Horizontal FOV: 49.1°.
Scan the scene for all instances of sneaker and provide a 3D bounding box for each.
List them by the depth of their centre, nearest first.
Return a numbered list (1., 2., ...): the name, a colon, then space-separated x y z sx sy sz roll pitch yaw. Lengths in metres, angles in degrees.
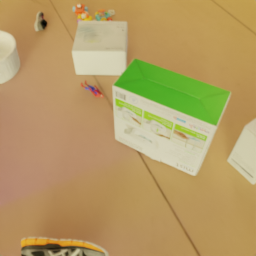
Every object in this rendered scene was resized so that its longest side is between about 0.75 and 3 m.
1. sneaker: -1.422 2.876 6.196 1.996 0.781 0.771 -1 62 7
2. sneaker: -3.692 -4.561 12.030 0.479 0.404 1.095 1 57 -1

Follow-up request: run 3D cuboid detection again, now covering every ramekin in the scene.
1. ramekin: -4.953 -2.471 10.030 2.098 1.023 2.098 0 53 0

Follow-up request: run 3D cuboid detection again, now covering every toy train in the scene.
1. toy train: -1.596 -5.162 12.388 1.940 0.540 1.457 5 53 4

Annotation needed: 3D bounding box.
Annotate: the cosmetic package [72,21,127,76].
1. cosmetic package: -0.967 -2.953 10.335 1.845 1.138 1.851 1 54 1

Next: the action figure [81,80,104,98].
1. action figure: -1.202 -1.303 9.585 0.961 0.248 0.314 37 47 19

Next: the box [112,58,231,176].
1. box: 0.999 -0.212 7.491 2.630 2.321 1.272 23 56 17

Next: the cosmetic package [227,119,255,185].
1. cosmetic package: 3.741 0.372 7.475 1.631 1.636 1.006 -30 59 -21
